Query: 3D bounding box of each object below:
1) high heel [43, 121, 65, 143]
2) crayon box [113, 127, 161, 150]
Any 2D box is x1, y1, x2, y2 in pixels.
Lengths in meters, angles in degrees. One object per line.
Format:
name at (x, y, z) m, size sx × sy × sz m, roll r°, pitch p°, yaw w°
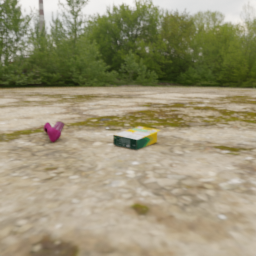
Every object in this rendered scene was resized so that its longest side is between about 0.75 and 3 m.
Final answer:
high heel at (-3.352, 0.248, 11.891) m, size 0.656 × 0.936 × 1.947 m, roll 36°, pitch -26°, yaw -21°
crayon box at (0.380, 0.383, 10.968) m, size 1.102 × 0.452 × 1.752 m, roll 10°, pitch 17°, yaw 35°
